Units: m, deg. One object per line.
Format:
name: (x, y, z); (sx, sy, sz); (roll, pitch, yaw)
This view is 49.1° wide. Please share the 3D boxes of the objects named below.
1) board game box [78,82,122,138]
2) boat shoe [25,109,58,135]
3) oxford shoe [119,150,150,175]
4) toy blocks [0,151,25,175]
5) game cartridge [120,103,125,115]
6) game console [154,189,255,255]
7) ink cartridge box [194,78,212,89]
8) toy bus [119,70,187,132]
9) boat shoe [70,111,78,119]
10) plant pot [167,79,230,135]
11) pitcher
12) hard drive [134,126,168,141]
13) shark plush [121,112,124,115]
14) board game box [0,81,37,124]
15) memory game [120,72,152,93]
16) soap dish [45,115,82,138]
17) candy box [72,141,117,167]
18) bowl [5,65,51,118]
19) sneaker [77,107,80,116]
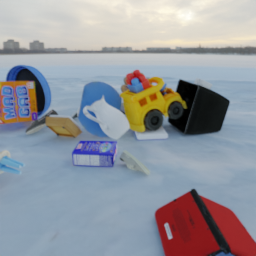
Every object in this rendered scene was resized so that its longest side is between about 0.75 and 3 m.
board game box: (-1.278, -0.770, 12.097); (1.934, 2.448, 0.477); (18, -20, -32)
boat shoe: (-3.921, -0.281, 12.587); (1.779, 0.507, 0.595); (-35, -2, -40)
oxford shoe: (0.186, 1.161, 8.860); (0.392, 0.510, 1.358); (-48, 42, -9)
toy blocks: (-3.865, 1.190, 7.354); (1.874, 0.681, 1.562); (15, 56, 7)
game cartridge: (0.355, -0.848, 14.620); (1.451, 0.430, 2.239); (-4, 22, -34)
game console: (1.579, 2.221, 5.721); (1.615, 1.112, 1.874); (-31, 16, 6)
ink cartridge box: (3.516, -2.058, 13.155); (0.559, 0.316, 0.763); (21, 13, -16)
toy bus: (0.959, -1.391, 12.164); (2.603, 2.499, 1.766); (-26, 22, -18)
boat shoe: (-2.510, -0.768, 14.573); (1.240, 0.351, 0.425); (-39, -2, -18)
plant pot: (3.274, -0.861, 12.764); (1.908, 2.146, 2.151); (10, 14, -14)
pitcher: (-0.873, -0.325, 11.049); (1.732, 1.050, 1.486); (48, 37, 3)
hard drive: (0.927, 0.111, 12.387); (1.262, 0.243, 1.913); (-2, 17, -4)
shark plush: (-0.988, -0.515, 13.711); (1.617, 0.674, 0.735); (-11, 7, 3)
board game box: (-5.536, -1.209, 13.189); (1.841, 1.843, 1.841); (-8, 8, -35)
memory game: (0.655, -1.613, 13.673); (2.407, 2.407, 0.153); (-15, -5, -40)
soap dish: (-2.693, -0.047, 11.600); (1.305, 1.027, 0.530); (4, 58, 33)
candy box: (-1.106, 0.859, 9.525); (1.360, 0.524, 1.150); (2, 19, 4)
bowl: (-5.093, -1.853, 14.362); (2.801, 2.801, 0.550); (9, 26, 28)
sneaker: (-1.944, -0.623, 12.701); (0.573, 1.522, 0.674); (-24, 59, 2)
